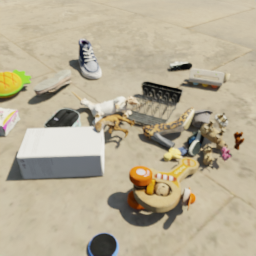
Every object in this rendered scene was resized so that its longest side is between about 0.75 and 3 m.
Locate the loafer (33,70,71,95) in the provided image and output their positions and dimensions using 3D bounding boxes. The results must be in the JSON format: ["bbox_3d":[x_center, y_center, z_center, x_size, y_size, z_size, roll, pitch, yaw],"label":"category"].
[{"bbox_3d":[-3.565,-2.079,13.688,0.846,0.740,2.354,11,39,30],"label":"loafer"}]

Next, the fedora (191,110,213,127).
[{"bbox_3d":[3.027,-0.342,11.649,1.145,1.012,0.517,12,63,-44],"label":"fedora"}]

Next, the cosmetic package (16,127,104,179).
[{"bbox_3d":[-2.229,0.843,9.835,2.778,1.127,1.567,0,39,-1],"label":"cosmetic package"}]

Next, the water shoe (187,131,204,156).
[{"bbox_3d":[2.497,0.620,10.745,0.531,0.481,1.346,-4,29,38],"label":"water shoe"}]

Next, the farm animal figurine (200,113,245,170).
[{"bbox_3d":[3.244,0.509,10.380,1.763,0.919,1.743,-25,66,-13],"label":"farm animal figurine"}]

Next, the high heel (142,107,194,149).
[{"bbox_3d":[1.601,-0.275,11.152,1.486,0.744,2.085,29,71,25],"label":"high heel"}]

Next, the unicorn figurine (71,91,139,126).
[{"bbox_3d":[-1.023,-0.842,12.007,2.844,1.050,1.954,-4,27,-5],"label":"unicorn figurine"}]

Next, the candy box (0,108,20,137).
[{"bbox_3d":[-5.699,-0.306,11.717,1.818,0.555,1.240,6,38,7],"label":"candy box"}]

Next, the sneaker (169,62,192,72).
[{"bbox_3d":[2.978,-3.567,15.890,1.309,0.485,0.579,-5,41,-8],"label":"sneaker"}]

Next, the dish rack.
[{"bbox_3d":[1.138,-1.040,12.535,2.026,0.720,2.641,16,41,20],"label":"dish rack"}]

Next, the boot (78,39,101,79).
[{"bbox_3d":[-2.266,-3.885,15.623,1.053,1.307,2.894,-15,41,-18],"label":"boot"}]

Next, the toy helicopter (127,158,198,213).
[{"bbox_3d":[1.464,1.705,8.813,1.965,1.172,2.972,23,33,33],"label":"toy helicopter"}]

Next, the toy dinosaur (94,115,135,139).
[{"bbox_3d":[-0.460,-0.270,10.870,1.343,0.764,2.529,26,13,11],"label":"toy dinosaur"}]

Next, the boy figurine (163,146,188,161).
[{"bbox_3d":[1.744,0.973,10.305,0.973,0.313,0.605,-20,41,-22],"label":"boy figurine"}]

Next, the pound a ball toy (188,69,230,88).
[{"bbox_3d":[4.207,-2.545,14.522,1.959,0.832,1.277,12,15,15],"label":"pound a ball toy"}]

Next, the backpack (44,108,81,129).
[{"bbox_3d":[-2.519,-0.118,11.101,1.169,0.992,1.317,19,53,15],"label":"backpack"}]

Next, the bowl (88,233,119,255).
[{"bbox_3d":[-0.676,3.230,7.577,0.835,0.164,0.835,0,38,0],"label":"bowl"}]

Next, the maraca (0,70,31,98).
[{"bbox_3d":[-5.783,-2.202,13.650,1.460,1.139,2.129,40,52,15],"label":"maraca"}]
